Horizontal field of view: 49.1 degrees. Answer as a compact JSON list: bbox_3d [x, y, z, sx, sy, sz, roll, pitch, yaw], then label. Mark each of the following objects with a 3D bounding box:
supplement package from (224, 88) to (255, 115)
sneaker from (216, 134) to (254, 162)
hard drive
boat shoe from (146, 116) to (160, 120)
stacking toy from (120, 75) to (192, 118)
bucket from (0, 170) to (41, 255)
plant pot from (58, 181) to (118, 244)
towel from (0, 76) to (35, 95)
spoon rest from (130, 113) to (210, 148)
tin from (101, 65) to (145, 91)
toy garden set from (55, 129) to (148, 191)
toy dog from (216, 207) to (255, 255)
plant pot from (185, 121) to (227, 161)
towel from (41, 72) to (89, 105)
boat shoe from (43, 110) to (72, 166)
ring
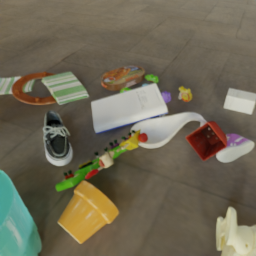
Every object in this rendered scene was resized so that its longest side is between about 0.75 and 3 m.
[{"bbox_3d":[4.587,-1.093,11.467,1.104,0.648,0.646,17,42,20],"label":"supplement package"},{"bbox_3d":[3.371,0.635,9.474,1.562,0.566,0.891,-13,35,-28],"label":"sneaker"},{"bbox_3d":[-0.031,-0.793,10.824,2.723,0.345,1.797,-16,40,2],"label":"hard drive"},{"bbox_3d":[0.792,-0.605,11.040,0.433,0.426,1.201,-31,48,-32],"label":"boat shoe"},{"bbox_3d":[1.161,-1.446,12.039,2.542,0.597,1.916,30,46,34],"label":"stacking toy"},{"bbox_3d":[-3.589,2.382,6.101,3.040,1.978,3.040,-1,39,1],"label":"bucket"},{"bbox_3d":[-1.083,2.186,7.054,1.259,1.259,1.153,28,62,30],"label":"plant pot"},{"bbox_3d":[-5.317,-1.994,12.943,1.829,0.214,1.395,-4,40,-5],"label":"towel"},{"bbox_3d":[1.502,0.018,9.889,2.914,0.883,1.448,-10,35,-14],"label":"spoon rest"},{"bbox_3d":[-0.228,-2.363,13.241,2.257,0.472,1.264,-25,41,-28],"label":"tin"},{"bbox_3d":[-0.751,0.824,8.013,2.456,2.048,0.490,-31,92,-40],"label":"toy garden set"},{"bbox_3d":[3.091,2.762,6.155,1.987,1.387,1.927,7,51,8],"label":"toy dog"},{"bbox_3d":[2.665,0.328,9.178,0.972,0.971,0.856,54,38,6],"label":"plant pot"},{"bbox_3d":[-2.818,-1.803,12.480,1.511,0.232,1.981,-20,49,-28],"label":"towel"},{"bbox_3d":[-2.472,0.253,9.648,0.895,0.828,2.424,-9,40,-11],"label":"boat shoe"},{"bbox_3d":[-3.881,-1.873,12.585,2.580,0.248,2.580,4,41,-3],"label":"ring"}]
